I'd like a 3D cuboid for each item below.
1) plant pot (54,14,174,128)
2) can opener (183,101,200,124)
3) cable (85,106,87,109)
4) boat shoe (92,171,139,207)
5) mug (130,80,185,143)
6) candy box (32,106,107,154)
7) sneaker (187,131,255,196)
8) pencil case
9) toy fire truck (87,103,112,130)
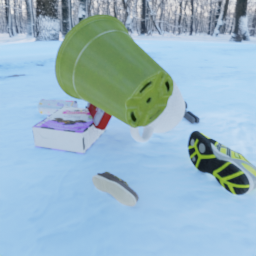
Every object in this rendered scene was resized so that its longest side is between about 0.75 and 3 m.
[{"bbox_3d":[-0.205,-1.293,7.568,2.644,2.644,2.510,-18,47,-37],"label":"plant pot"},{"bbox_3d":[2.806,-0.742,13.398,0.494,0.624,1.878,-5,28,-14],"label":"can opener"},{"bbox_3d":[-1.771,-0.923,14.263,1.050,0.267,0.857,15,32,26],"label":"cable"},{"bbox_3d":[-0.300,1.629,7.754,1.688,0.606,0.502,15,30,43],"label":"boat shoe"},{"bbox_3d":[0.816,-0.853,10.876,2.162,2.928,2.567,13,-14,26],"label":"mug"},{"bbox_3d":[-2.218,-0.016,11.220,2.072,0.884,2.471,6,24,15],"label":"candy box"},{"bbox_3d":[2.922,1.034,8.798,1.092,1.078,2.858,-4,33,-27],"label":"sneaker"},{"bbox_3d":[-3.390,-0.970,13.602,1.904,0.792,0.864,5,21,12],"label":"pencil case"},{"bbox_3d":[-0.688,-1.581,10.658,1.627,2.902,2.437,22,17,-30],"label":"toy fire truck"}]
